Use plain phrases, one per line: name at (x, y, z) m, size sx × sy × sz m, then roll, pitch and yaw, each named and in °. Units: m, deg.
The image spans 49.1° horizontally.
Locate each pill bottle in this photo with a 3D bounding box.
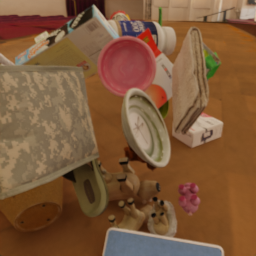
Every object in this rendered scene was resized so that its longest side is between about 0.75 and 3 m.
pill bottle at (0.412, -3.144, 10.135) m, size 2.463 × 1.367 × 1.367 m, roll -6°, pitch 28°, yaw -21°

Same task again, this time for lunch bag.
lunch bag at (-1.485, -0.040, 4.223) m, size 1.201 × 1.675 × 2.043 m, roll -9°, pitch 5°, yaw 24°

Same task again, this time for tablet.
tablet at (0.587, 2.864, 5.335) m, size 2.337 × 0.160 × 1.521 m, roll 6°, pitch 66°, yaw 10°

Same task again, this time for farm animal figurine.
farm animal figurine at (0.336, 1.799, 7.132) m, size 2.295 × 1.429 × 2.842 m, roll -30°, pitch 39°, yaw -11°

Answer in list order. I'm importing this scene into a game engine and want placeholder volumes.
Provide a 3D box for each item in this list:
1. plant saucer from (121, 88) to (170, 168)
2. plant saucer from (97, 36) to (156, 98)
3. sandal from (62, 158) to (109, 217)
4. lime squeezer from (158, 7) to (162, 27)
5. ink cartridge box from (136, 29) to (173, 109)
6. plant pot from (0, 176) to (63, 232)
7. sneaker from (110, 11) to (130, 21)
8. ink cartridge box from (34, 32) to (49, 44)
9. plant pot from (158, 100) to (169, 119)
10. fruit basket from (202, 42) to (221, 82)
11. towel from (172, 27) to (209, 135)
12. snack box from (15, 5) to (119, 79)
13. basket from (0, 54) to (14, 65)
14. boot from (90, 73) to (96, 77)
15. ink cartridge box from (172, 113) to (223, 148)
plant saucer at (0.288, 0.041, 5.706) m, size 0.423 × 1.685 × 1.685 m, roll -24°, pitch 17°, yaw 28°
plant saucer at (-0.015, -1.452, 6.741) m, size 1.422 × 1.422 × 0.361 m, roll 6°, pitch 15°, yaw 11°
sandal at (-1.115, 0.778, 5.936) m, size 0.655 × 0.911 × 2.296 m, roll 14°, pitch 36°, yaw -50°
lime squeezer at (1.004, -3.632, 11.038) m, size 0.871 × 2.467 × 0.465 m, roll -14°, pitch 56°, yaw -33°
ink cartridge box at (0.552, -1.482, 7.861) m, size 1.613 × 1.989 × 0.499 m, roll -41°, pitch 36°, yaw -13°
plant pot at (-2.635, 1.366, 7.303) m, size 2.241 × 2.241 × 2.404 m, roll -14°, pitch 46°, yaw -24°
sneaker at (-0.069, -3.623, 12.491) m, size 1.118 × 2.871 × 1.180 m, roll -21°, pitch 40°, yaw 8°
ink cartridge box at (-2.450, -2.082, 10.367) m, size 0.626 × 2.612 × 1.901 m, roll -32°, pitch 36°, yaw -4°
plant pot at (1.088, -1.015, 12.712) m, size 1.135 × 1.179 × 1.179 m, roll 5°, pitch 26°, yaw 35°
fruit basket at (2.380, -2.294, 9.431) m, size 0.641 × 1.266 × 1.367 m, roll -36°, pitch 74°, yaw -22°
towel at (1.385, -1.083, 6.680) m, size 0.388 × 1.492 × 2.251 m, roll 7°, pitch 59°, yaw -8°
snack box at (-1.677, -2.133, 8.336) m, size 2.905 × 1.688 × 0.539 m, roll -25°, pitch 56°, yaw 20°
basket at (-4.864, -1.963, 8.802) m, size 1.872 × 1.505 × 1.855 m, roll 29°, pitch -5°, yaw 0°
boot at (-1.789, -2.382, 12.429) m, size 0.949 × 0.359 × 1.084 m, roll -30°, pitch 6°, yaw -2°
ink cartridge box at (2.695, 0.053, 10.978) m, size 1.606 × 0.677 × 1.163 m, roll -16°, pitch 32°, yaw -28°
